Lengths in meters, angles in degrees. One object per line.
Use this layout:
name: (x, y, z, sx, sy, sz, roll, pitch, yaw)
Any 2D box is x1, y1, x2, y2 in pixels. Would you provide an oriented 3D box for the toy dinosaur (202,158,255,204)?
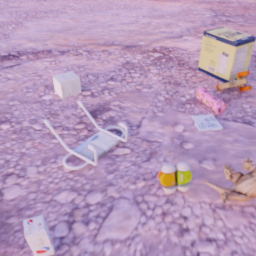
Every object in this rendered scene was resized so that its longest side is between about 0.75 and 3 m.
toy dinosaur: (3.320, 1.516, 7.369, 2.436, 1.651, 1.046, -25, 57, 31)

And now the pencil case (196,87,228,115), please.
pencil case: (3.399, -1.133, 11.491, 0.609, 0.636, 1.470, -14, 38, -20)

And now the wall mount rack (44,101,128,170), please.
wall mount rack: (-1.374, 0.158, 9.420, 2.319, 0.995, 2.669, 24, 41, 30)

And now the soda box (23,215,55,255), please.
soda box: (-1.918, 2.399, 6.084, 0.421, 1.238, 0.394, -13, 48, -15)

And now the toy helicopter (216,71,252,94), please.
toy helicopter: (4.404, -1.913, 12.265, 1.446, 0.863, 2.187, -5, 8, 39)

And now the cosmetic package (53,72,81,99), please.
cosmetic package: (-2.709, -1.908, 12.433, 0.952, 0.796, 0.791, -24, 43, -28)

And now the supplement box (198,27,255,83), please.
supplement box: (4.725, -3.578, 13.668, 1.372, 2.042, 2.044, -22, 41, -27)

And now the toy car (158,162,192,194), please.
toy car: (1.319, 1.359, 8.000, 0.956, 0.837, 0.717, -6, 12, -9)

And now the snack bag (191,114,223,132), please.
snack bag: (2.962, -0.202, 10.673, 0.943, 0.107, 1.001, -6, 37, -9)
